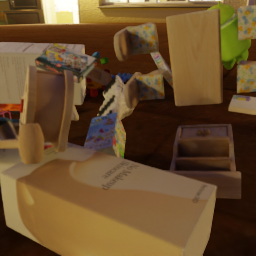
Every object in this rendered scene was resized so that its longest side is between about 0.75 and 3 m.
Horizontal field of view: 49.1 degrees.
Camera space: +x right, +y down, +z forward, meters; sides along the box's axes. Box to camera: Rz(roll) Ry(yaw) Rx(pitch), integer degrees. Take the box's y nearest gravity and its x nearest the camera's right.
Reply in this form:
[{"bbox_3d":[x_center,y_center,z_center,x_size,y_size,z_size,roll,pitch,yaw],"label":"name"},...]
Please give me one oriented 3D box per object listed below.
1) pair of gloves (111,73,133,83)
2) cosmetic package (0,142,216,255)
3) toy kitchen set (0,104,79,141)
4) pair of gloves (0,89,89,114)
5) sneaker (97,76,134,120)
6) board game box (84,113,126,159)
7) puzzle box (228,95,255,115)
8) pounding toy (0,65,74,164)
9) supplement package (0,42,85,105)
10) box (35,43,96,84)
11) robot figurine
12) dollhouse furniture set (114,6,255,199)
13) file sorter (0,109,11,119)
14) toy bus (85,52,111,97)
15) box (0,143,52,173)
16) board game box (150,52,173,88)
[{"bbox_3d":[0.179,-2.001,11.811,2.208,0.252,1.775,7,24,13],"label":"pair of gloves"},{"bbox_3d":[-0.309,1.120,3.959,2.722,0.968,1.432,12,23,26],"label":"cosmetic package"},{"bbox_3d":[-2.154,-0.386,5.418,1.761,1.295,2.198,-29,-1,2],"label":"toy kitchen set"},{"bbox_3d":[-2.851,-1.049,9.591,2.531,0.351,2.840,3,24,7],"label":"pair of gloves"},{"bbox_3d":[-0.244,-0.637,8.114,0.966,0.896,2.384,36,32,-20],"label":"sneaker"},{"bbox_3d":[-0.461,0.309,5.867,0.639,0.627,1.218,-13,33,13],"label":"board game box"},{"bbox_3d":[3.841,-0.775,9.187,0.883,0.169,1.328,11,27,23],"label":"puzzle box"},{"bbox_3d":[-1.482,-0.283,4.040,1.195,1.191,2.083,4,6,-23],"label":"pounding toy"},{"bbox_3d":[-2.768,-1.741,8.830,2.736,1.599,1.605,1,26,-5],"label":"supplement package"},{"bbox_3d":[-1.641,-1.728,7.414,1.314,0.248,0.898,23,51,12],"label":"box"},{"bbox_3d":[3.835,-3.690,11.173,2.301,2.622,1.517,-14,31,49],"label":"robot figurine"},{"bbox_3d":[1.239,-0.483,4.954,2.639,2.873,1.869,-2,27,18],"label":"dollhouse furniture set"},{"bbox_3d":[-3.605,-0.119,7.106,1.126,0.706,0.782,12,27,24],"label":"file sorter"},{"bbox_3d":[-1.306,-1.888,10.600,0.828,1.602,1.511,-10,23,45],"label":"toy bus"},{"bbox_3d":[-1.834,0.547,5.320,0.682,0.581,1.067,7,3,11],"label":"box"},{"bbox_3d":[1.392,-2.235,10.614,0.268,1.052,1.565,-30,-22,16],"label":"board game box"}]
